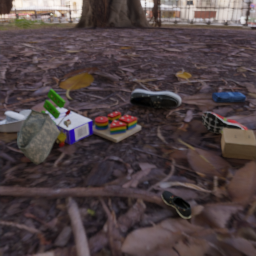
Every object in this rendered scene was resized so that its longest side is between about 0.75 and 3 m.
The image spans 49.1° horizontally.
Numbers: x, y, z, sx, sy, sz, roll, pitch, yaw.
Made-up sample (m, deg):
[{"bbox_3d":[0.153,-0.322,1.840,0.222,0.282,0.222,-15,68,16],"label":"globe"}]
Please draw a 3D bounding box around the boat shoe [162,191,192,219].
[{"bbox_3d":[1.361,2.067,7.879,0.413,0.354,1.129,-15,28,-27],"label":"boat shoe"}]

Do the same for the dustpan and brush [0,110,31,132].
[{"bbox_3d":[-4.625,-0.356,12.252,2.836,0.811,1.979,14,29,26],"label":"dustpan and brush"}]

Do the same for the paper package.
[{"bbox_3d":[4.144,0.593,10.527,1.186,0.644,1.244,5,26,11],"label":"paper package"}]

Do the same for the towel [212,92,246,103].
[{"bbox_3d":[5.555,-1.728,15.521,1.655,0.402,0.924,-2,25,-3],"label":"towel"}]

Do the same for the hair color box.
[{"bbox_3d":[-2.709,-0.143,11.942,2.256,0.731,1.233,23,35,36],"label":"hair color box"}]

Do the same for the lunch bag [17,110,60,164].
[{"bbox_3d":[-3.159,0.366,9.636,0.886,1.236,1.507,13,61,15],"label":"lunch bag"}]

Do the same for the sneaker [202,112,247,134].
[{"bbox_3d":[4.125,-0.104,12.026,2.018,0.777,0.857,31,31,33],"label":"sneaker"}]

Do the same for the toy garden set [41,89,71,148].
[{"bbox_3d":[-2.729,-0.303,10.826,1.531,1.837,0.367,42,29,20],"label":"toy garden set"}]

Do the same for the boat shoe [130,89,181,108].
[{"bbox_3d":[1.352,-1.364,14.412,2.671,0.917,0.756,10,47,23],"label":"boat shoe"}]

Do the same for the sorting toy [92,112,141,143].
[{"bbox_3d":[-0.574,-0.142,12.026,1.646,0.573,1.636,19,31,35],"label":"sorting toy"}]
